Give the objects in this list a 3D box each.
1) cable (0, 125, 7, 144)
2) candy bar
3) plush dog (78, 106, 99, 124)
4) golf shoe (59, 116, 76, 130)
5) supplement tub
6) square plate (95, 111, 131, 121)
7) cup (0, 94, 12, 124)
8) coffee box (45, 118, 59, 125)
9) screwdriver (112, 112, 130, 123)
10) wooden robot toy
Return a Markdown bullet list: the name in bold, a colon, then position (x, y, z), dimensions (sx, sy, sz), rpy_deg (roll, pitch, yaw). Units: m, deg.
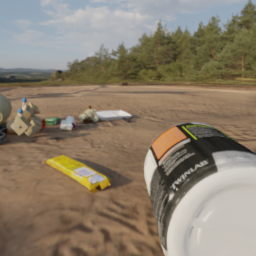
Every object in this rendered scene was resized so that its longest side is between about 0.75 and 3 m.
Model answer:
- **cable**: position (-4.898, 0.074, 10.338), dimensions (1.312, 0.680, 2.702), rpy_deg (1, 13, -2)
- **candy bar**: position (-1.341, 1.043, 6.915), dimensions (0.615, 0.273, 2.468), rpy_deg (-15, 20, -38)
- **plush dog**: position (-1.986, -0.554, 13.457), dimensions (0.957, 0.768, 0.822), rpy_deg (13, 42, 46)
- **golf shoe**: position (-2.495, -0.150, 12.088), dimensions (0.601, 0.495, 1.313), rpy_deg (13, 19, 4)
- **supplement tub**: position (1.144, 0.877, 4.331), dimensions (1.701, 1.701, 2.775), rpy_deg (0, 13, -2)
- **square plate**: position (-0.904, -0.640, 14.619), dimensions (1.707, 0.245, 1.724), rpy_deg (-5, 13, -21)
- **cup**: position (-5.995, -0.688, 12.503), dimensions (1.486, 1.486, 1.063), rpy_deg (-5, 28, -20)
- **coffee box**: position (-3.625, -0.306, 13.188), dimensions (0.576, 0.206, 0.936), rpy_deg (0, 13, -1)
- **screwdriver**: position (-0.361, -0.540, 13.778), dimensions (0.186, 0.179, 1.280), rpy_deg (10, 15, -45)
- **wooden robot toy**: position (-4.140, -0.095, 11.002), dimensions (1.308, 1.270, 2.882), rpy_deg (-42, 25, 4)
